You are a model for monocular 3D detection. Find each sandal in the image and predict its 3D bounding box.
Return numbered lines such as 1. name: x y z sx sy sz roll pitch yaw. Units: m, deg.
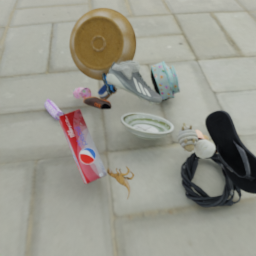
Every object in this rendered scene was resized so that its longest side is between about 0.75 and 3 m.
1. sandal: 2.945 0.748 7.927 0.559 0.992 2.609 -17 73 -53

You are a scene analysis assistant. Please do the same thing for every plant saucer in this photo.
1. plant saucer: 0.647 -0.003 10.030 1.916 0.481 1.916 8 22 -3
2. plant saucer: -0.979 -2.928 9.830 2.517 2.517 0.446 12 12 10

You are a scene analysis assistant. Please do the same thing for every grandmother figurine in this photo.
1. grandmother figurine: 2.235 0.480 8.680 1.278 0.638 2.107 9 6 4

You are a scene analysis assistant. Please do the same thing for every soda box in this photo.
1. soda box: -1.440 0.603 8.769 0.707 0.781 2.230 -22 84 -16

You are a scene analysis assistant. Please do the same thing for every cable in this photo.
1. cable: 2.570 1.602 9.137 1.750 0.545 2.144 -10 51 -2

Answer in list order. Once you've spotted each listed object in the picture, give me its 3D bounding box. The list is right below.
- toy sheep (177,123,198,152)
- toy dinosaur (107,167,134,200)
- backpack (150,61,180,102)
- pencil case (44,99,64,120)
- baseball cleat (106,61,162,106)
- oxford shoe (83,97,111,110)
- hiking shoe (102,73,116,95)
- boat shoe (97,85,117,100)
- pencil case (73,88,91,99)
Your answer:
1. toy sheep: 1.616 0.246 7.627 0.611 0.611 0.886 -1 62 -1
2. toy dinosaur: -0.115 1.509 8.021 0.666 0.379 1.253 -44 48 -11
3. backpack: 1.477 -1.953 11.365 1.095 1.428 1.256 -20 53 16
4. pencil case: -2.969 -0.715 11.170 0.410 0.418 0.978 -34 56 -25
5. baseball cleat: 0.373 -1.550 9.404 2.140 1.139 0.746 19 19 -23
6. oxford shoe: -1.044 -0.841 9.660 1.003 0.357 0.364 7 24 -20
7. hiking shoe: -0.659 -1.551 9.665 0.333 0.768 0.286 -18 14 7
8. boat shoe: -0.700 -1.643 11.381 0.526 0.527 1.455 24 58 31
9. pencil case: -1.864 -1.385 11.248 0.487 0.487 1.115 -27 19 -22
